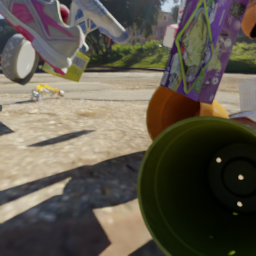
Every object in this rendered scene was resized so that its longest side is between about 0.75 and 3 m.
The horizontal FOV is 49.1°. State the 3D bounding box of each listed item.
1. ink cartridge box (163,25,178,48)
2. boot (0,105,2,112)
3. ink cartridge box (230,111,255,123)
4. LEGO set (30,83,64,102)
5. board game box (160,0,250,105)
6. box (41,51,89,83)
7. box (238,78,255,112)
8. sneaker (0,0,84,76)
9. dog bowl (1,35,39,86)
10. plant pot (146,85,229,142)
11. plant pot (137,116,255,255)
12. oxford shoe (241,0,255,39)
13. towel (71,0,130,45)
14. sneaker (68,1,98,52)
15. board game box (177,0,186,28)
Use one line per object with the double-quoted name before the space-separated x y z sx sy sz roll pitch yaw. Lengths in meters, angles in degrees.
"ink cartridge box" 1.888 -3.602 10.944 0.441 0.757 1.039 30 39 30
"boot" -5.772 -0.764 10.805 1.341 0.440 1.105 6 3 6
"ink cartridge box" 4.627 -0.372 9.643 1.824 0.457 1.467 -10 3 44
"LEGO set" -4.476 -1.786 15.076 1.000 0.809 2.175 42 23 15
"board game box" 1.420 -1.917 5.053 0.443 2.745 1.648 13 14 -15
"box" -2.427 -2.385 10.462 0.674 1.012 2.690 24 -1 -35
"box" 5.129 -1.299 10.762 0.846 1.212 1.591 -4 0 -17
"sneaker" -1.505 -1.877 4.868 0.889 2.016 0.820 -44 -6 -1
"dog bowl" -3.318 -2.119 8.650 0.469 1.599 1.599 18 15 2
"plant pot" 1.492 -0.210 6.527 1.490 1.627 1.627 11 4 -39
"plant pot" 1.140 0.663 3.216 1.524 1.524 1.468 10 4 35
"oxford shoe" 2.844 -2.168 4.501 0.755 0.755 2.118 28 -42 -28
"towel" -1.154 -2.877 5.920 2.725 0.324 2.001 39 8 -32
"sneaker" -1.218 -3.446 8.249 0.978 2.539 0.961 25 21 -12
"board game box" 2.084 -3.325 8.025 1.733 1.094 0.300 -8 19 -43
